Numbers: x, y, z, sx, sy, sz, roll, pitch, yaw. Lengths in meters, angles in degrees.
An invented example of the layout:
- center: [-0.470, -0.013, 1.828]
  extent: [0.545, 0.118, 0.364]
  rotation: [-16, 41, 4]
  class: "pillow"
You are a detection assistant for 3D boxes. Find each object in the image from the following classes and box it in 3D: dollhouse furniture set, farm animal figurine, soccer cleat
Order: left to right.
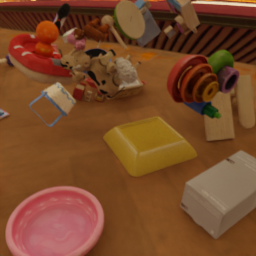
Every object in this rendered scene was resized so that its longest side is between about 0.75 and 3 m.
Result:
- center: [-2.719, -4.394, 11.214]
  extent: [0.432, 1.265, 0.463]
  rotation: [23, 14, -25]
  class: "soccer cleat"
- center: [-1.800, -1.532, 12.870]
  extent: [1.396, 0.568, 0.751]
  rotation: [19, 32, -3]
  class: "dollhouse furniture set"
- center: [-0.988, -1.647, 7.463]
  extent: [1.136, 2.155, 2.179]
  rotation: [-51, 11, -25]
  class: "farm animal figurine"
- center: [1.327, -3.956, 11.505]
  extent: [2.665, 2.516, 1.739]
  rotation: [-36, 51, 11]
  class: "dollhouse furniture set"
- center: [3.771, -0.690, 11.424]
  extent: [2.620, 2.244, 2.755]
  rotation: [-5, -3, -9]
  class: "dollhouse furniture set"

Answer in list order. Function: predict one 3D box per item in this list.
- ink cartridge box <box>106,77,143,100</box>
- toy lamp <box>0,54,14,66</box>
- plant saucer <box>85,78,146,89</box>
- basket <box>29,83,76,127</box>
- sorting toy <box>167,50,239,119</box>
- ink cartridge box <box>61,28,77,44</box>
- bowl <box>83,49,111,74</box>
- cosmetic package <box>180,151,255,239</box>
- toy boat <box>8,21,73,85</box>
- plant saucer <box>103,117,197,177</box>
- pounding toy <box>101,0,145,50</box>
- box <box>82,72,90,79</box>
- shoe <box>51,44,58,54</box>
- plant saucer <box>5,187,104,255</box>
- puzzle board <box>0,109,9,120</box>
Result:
- center: [-0.339, -1.634, 9.598]
  extent: [1.403, 0.527, 1.156]
  rotation: [-18, 69, -41]
  class: "ink cartridge box"
- center: [-7.970, -3.572, 15.801]
  extent: [2.806, 0.817, 0.817]
  rotation: [-24, 39, -35]
  class: "toy lamp"
- center: [-0.582, -2.091, 13.505]
  extent: [2.187, 0.402, 2.191]
  rotation: [19, 28, 28]
  class: "plant saucer"
- center: [-1.714, -0.527, 6.450]
  extent: [0.878, 0.775, 0.611]
  rotation: [-45, 45, -12]
  class: "basket"
- center: [2.232, -1.081, 7.477]
  extent: [2.757, 1.656, 1.132]
  rotation: [-14, 42, -38]
  class: "sorting toy"
- center: [-2.510, -4.038, 12.261]
  extent: [0.552, 0.333, 0.760]
  rotation: [-17, 29, 20]
  class: "ink cartridge box"
- center: [-1.080, -2.139, 8.954]
  extent: [1.063, 0.209, 1.063]
  rotation: [-2, 56, 3]
  class: "bowl"
- center: [2.603, 1.620, 7.222]
  extent: [2.319, 1.046, 1.239]
  rotation: [-20, 40, -34]
  class: "cosmetic package"
- center: [-2.830, -2.661, 9.421]
  extent: [1.794, 1.797, 2.749]
  rotation: [-3, 29, -45]
  class: "toy boat"
- center: [0.697, 0.406, 9.562]
  extent: [2.470, 0.598, 2.470]
  rotation: [-14, 35, -22]
  class: "plant saucer"
- center: [-0.256, -3.686, 10.171]
  extent: [0.837, 1.393, 1.804]
  rotation: [-10, 34, 47]
  class: "pounding toy"
- center: [-2.087, -3.003, 14.941]
  extent: [1.518, 0.721, 0.590]
  rotation: [-2, 32, 0]
  class: "box"
- center: [-3.137, -2.987, 11.369]
  extent: [0.445, 0.566, 1.245]
  rotation: [-7, 2, -34]
  class: "shoe"
- center: [-1.654, 2.308, 6.534]
  extent: [2.185, 0.554, 2.185]
  rotation: [1, 31, 0]
  class: "plant saucer"
- center: [-6.281, -0.586, 11.536]
  extent: [2.258, 0.196, 1.702]
  rotation: [22, 38, 32]
  class: "puzzle board"
